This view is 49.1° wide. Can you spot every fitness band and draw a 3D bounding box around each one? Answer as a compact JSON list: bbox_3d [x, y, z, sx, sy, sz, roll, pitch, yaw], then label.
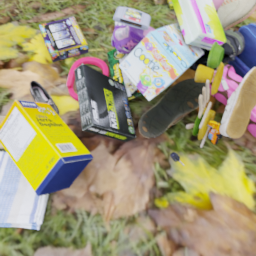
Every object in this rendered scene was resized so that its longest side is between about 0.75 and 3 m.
[{"bbox_3d":[-1.372,-1.663,9.639,1.334,0.348,1.857,7,59,1],"label":"fitness band"}]

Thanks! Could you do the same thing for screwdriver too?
[{"bbox_3d":[1.368,0.854,7.399,0.207,1.425,0.199,-42,62,9],"label":"screwdriver"}]

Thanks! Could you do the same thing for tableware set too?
[{"bbox_3d":[2.082,-0.816,7.539,0.434,2.829,1.906,19,69,24],"label":"tableware set"}]

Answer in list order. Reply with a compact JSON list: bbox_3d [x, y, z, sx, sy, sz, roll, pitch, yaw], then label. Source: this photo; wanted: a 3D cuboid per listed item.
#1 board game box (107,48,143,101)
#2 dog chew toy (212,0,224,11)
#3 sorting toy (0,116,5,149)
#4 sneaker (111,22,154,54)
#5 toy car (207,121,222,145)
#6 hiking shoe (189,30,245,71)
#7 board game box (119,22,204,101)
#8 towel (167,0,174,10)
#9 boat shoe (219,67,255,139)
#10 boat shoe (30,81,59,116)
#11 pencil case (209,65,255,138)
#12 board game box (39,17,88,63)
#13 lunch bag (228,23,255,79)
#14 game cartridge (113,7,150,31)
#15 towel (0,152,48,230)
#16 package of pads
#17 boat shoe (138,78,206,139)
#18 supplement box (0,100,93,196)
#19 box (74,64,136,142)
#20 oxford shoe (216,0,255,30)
[{"bbox_3d":[-0.030,-1.936,9.517,1.160,0.260,2.214,-24,60,19],"label":"board game box"},{"bbox_3d":[2.184,-4.425,8.605,1.845,1.149,1.149,36,63,2],"label":"dog chew toy"},{"bbox_3d":[-3.962,0.096,8.556,1.988,0.271,1.119,-2,58,-2],"label":"sorting toy"},{"bbox_3d":[0.082,-2.727,8.577,1.018,0.926,2.303,-62,29,7],"label":"sneaker"},{"bbox_3d":[2.535,-0.002,8.136,0.392,1.177,0.577,27,67,29],"label":"toy car"},{"bbox_3d":[2.061,-2.486,9.044,2.984,1.130,1.502,2,31,35],"label":"hiking shoe"},{"bbox_3d":[0.978,-1.852,7.514,1.219,1.197,2.324,49,35,-2],"label":"board game box"},{"bbox_3d":[2.048,-6.106,12.478,1.060,0.222,2.463,-6,57,-10],"label":"towel"},{"bbox_3d":[3.058,-0.722,7.666,0.741,0.725,2.093,31,86,-14],"label":"boat shoe"},{"bbox_3d":[-2.774,-0.923,9.081,0.530,0.452,1.586,-32,64,-18],"label":"boat shoe"},{"bbox_3d":[3.594,-0.660,8.415,1.264,1.304,2.785,-41,63,3],"label":"pencil case"},{"bbox_3d":[-2.442,-3.363,10.588,1.409,0.483,1.705,-19,60,-13],"label":"board game box"},{"bbox_3d":[4.493,-2.209,9.031,1.822,1.871,2.754,-18,57,-12],"label":"lunch bag"},{"bbox_3d":[0.113,-2.829,7.199,0.920,0.188,0.612,15,47,-4],"label":"game cartridge"},{"bbox_3d":[-3.550,1.564,7.585,2.934,0.349,2.155,3,57,2],"label":"towel"},{"bbox_3d":[1.908,-2.983,7.584,1.290,0.569,1.670,-2,72,-40],"label":"package of pads"},{"bbox_3d":[1.292,-0.575,8.462,2.529,0.934,0.957,-35,82,-13],"label":"boat shoe"},{"bbox_3d":[-2.156,0.450,7.145,2.159,1.182,1.175,47,109,20],"label":"supplement box"},{"bbox_3d":[-0.638,-0.663,8.056,0.458,1.863,1.929,-26,62,29],"label":"box"},{"bbox_3d":[3.356,-3.977,9.277,2.701,0.997,0.956,-44,44,21],"label":"oxford shoe"}]
